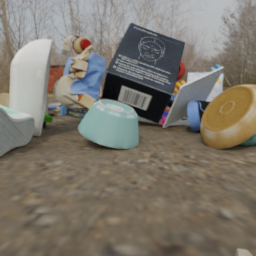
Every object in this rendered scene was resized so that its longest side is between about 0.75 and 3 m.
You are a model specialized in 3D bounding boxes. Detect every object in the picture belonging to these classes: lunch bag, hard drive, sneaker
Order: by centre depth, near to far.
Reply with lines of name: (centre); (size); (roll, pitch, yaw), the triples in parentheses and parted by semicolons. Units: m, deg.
sneaker: (-2.952, -0.065, 5.150); (1.569, 0.979, 2.660); (13, -1, 1)
sneaker: (2.557, -0.426, 8.227); (1.007, 0.907, 2.586); (-10, 0, 32)
hard drive: (1.192, -0.388, 10.287); (1.603, 0.308, 2.429); (-3, 9, -34)
lunch bag: (3.617, -1.630, 13.245); (1.661, 1.959, 1.245); (2, 9, 16)

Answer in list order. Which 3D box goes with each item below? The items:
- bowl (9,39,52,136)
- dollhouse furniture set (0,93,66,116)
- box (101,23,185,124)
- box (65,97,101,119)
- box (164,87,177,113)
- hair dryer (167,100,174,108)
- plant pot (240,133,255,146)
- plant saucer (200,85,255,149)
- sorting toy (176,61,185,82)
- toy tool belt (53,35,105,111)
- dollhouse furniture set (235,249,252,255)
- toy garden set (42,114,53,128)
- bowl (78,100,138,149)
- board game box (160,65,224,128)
bowl: (-2.569, -1.140, 7.413); (0.851, 2.277, 2.281); (6, 28, -16)
dollhouse furniture set: (-4.068, -1.350, 12.533); (2.337, 1.615, 2.476); (1, 8, 8)
box: (0.512, -1.815, 9.065); (2.002, 1.444, 2.697); (20, 53, 0)
box: (-1.603, -0.776, 10.027); (1.149, 0.906, 0.293); (11, 6, -18)
box: (1.396, -1.296, 13.301); (1.226, 1.281, 2.569); (-3, 9, -22)
hair dryer: (1.880, -0.902, 10.694); (1.799, 0.642, 2.362); (28, -8, 23)
plant pot: (2.564, -0.069, 6.050); (0.994, 0.994, 0.797); (7, 16, 41)
plant saucer: (2.154, -0.338, 5.932); (0.298, 1.682, 1.682); (39, -9, -23)
sorting toy: (1.365, -2.055, 11.450); (2.014, 1.210, 0.827); (-19, 1, 6)
toy tool belt: (-1.015, -1.377, 6.903); (1.208, 1.935, 1.189); (16, -8, -43)
dollhouse furniture set: (1.151, 0.610, 1.073); (1.411, 0.999, 1.536); (2, 8, 17)
toy garden set: (-3.658, -0.312, 8.805); (2.109, 0.421, 1.758); (4, 8, -30)
bowl: (-0.331, -0.157, 6.086); (1.368, 0.716, 1.368); (16, 17, -5)
board game box: (1.861, -0.927, 8.344); (1.794, 1.795, 0.232); (-27, 63, -28)
